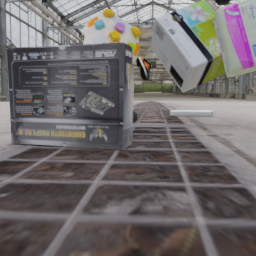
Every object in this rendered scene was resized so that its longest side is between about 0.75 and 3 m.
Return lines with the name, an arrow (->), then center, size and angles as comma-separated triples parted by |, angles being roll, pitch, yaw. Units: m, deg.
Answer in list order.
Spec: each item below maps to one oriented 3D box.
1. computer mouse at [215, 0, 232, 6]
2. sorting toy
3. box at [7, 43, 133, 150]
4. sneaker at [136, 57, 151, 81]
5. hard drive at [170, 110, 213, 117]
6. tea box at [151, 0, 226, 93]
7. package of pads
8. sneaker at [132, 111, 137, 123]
computer mouse -> 3.026, -3.975, 8.739 | 0.666, 0.253, 0.961 | -2, 18, 34
sorting toy -> -0.715, -3.354, 11.350 | 2.613, 2.352, 1.396 | 29, -41, -13
box -> -1.101, -0.591, 5.328 | 2.354, 1.864, 0.569 | 1, 8, 16
sneaker -> 0.879, -2.847, 13.339 | 0.640, 1.422, 0.497 | -7, -33, -18
hard drive -> 3.046, -0.712, 13.354 | 1.855, 0.244, 1.223 | 3, 7, 23
tea box -> 2.361, -2.865, 9.721 | 2.249, 2.286, 1.528 | -26, -21, -14
package of pads -> 3.212, -2.265, 6.558 | 2.115, 1.634, 0.721 | -12, -8, 11
sneaker -> -0.560, -0.238, 8.218 | 1.636, 0.544, 0.740 | -2, 9, 14
